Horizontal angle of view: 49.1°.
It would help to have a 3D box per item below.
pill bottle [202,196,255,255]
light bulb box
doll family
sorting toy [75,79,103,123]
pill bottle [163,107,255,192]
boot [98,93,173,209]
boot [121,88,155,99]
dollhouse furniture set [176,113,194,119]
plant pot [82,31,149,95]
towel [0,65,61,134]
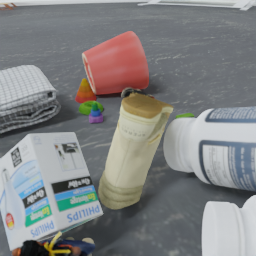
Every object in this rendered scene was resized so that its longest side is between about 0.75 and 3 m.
[{"bbox_3d":[2.473,1.794,4.189,2.517,1.506,1.506,3,31,6],"label":"pill bottle"},{"bbox_3d":[-1.425,1.055,4.733,0.935,1.485,1.499,-2,64,-51],"label":"light bulb box"},{"bbox_3d":[-1.219,1.897,3.637,2.621,1.515,1.028,-21,60,14],"label":"doll family"},{"bbox_3d":[-1.343,-1.049,9.708,0.833,0.828,2.404,-9,31,-15],"label":"sorting toy"},{"bbox_3d":[2.216,0.403,5.767,2.766,1.654,1.654,2,24,43],"label":"pill bottle"},{"bbox_3d":[0.209,0.390,6.173,0.996,2.126,2.735,17,13,8],"label":"boot"},{"bbox_3d":[0.367,-1.118,10.046,0.822,0.400,1.092,30,21,37],"label":"boot"},{"bbox_3d":[1.960,0.386,7.318,0.994,0.768,1.988,-11,32,-17],"label":"dollhouse furniture set"},{"bbox_3d":[-0.550,-2.332,10.731,2.030,2.295,2.295,-18,34,-10],"label":"plant pot"},{"bbox_3d":[-3.733,-0.847,8.833,2.667,1.141,2.209,-22,43,-20],"label":"towel"}]
